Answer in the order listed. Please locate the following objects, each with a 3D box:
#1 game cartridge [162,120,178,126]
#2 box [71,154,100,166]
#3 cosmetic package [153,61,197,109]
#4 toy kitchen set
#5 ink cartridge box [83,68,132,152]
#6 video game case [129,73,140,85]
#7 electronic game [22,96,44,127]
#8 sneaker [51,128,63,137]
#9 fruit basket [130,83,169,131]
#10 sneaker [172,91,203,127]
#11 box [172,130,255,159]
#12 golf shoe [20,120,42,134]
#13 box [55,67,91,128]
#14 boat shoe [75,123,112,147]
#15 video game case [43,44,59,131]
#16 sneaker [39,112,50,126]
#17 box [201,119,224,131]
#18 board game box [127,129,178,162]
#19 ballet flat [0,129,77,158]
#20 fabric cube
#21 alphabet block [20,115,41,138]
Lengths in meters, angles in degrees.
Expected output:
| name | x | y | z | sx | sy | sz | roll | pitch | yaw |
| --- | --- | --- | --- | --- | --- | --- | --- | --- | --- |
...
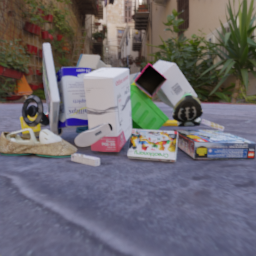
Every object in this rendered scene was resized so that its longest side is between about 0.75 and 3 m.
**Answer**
| name | x | y | z | sx | sy | sz | roll | pitch | yaw |
| --- | --- | --- | --- | --- | --- | --- | --- | --- | --- |
| game cartridge | 2.448 | -0.265 | 16.410 | 1.552 | 0.252 | 1.368 | -1 | 7 | 10 |
| box | -1.197 | 0.881 | 7.777 | 0.979 | 0.203 | 0.189 | 5 | 9 | 38 |
| cosmetic package | 1.849 | -1.931 | 12.677 | 1.146 | 1.859 | 1.865 | -41 | 23 | -1 |
| toy kitchen set | -1.453 | -1.099 | 10.523 | 1.530 | 2.597 | 2.081 | 8 | -12 | 34 |
| ink cartridge box | -0.581 | -0.637 | 9.039 | 0.976 | 2.358 | 1.728 | 3 | 21 | 16 |
| video game case | 0.061 | -1.754 | 13.795 | 1.487 | 1.632 | 0.180 | -9 | 0 | 26 |
| electronic game | -3.313 | -0.573 | 9.698 | 1.103 | 1.103 | 0.230 | 5 | 1 | 33 |
| sneaker | -2.997 | -0.449 | 11.578 | 0.613 | 1.677 | 0.938 | 4 | -5 | -20 |
| fruit basket | 0.547 | -1.163 | 12.165 | 2.619 | 2.619 | 1.889 | -6 | 7 | -37 |
| sneaker | 1.949 | -0.780 | 9.479 | 0.986 | 1.137 | 2.565 | -6 | -14 | 9 |
| box | 2.663 | 0.491 | 9.335 | 1.849 | 0.539 | 2.701 | 2 | 7 | -5 |
| golf shoe | -4.523 | -0.117 | 13.029 | 0.501 | 1.137 | 0.439 | 43 | -5 | -31 |
| box | -1.987 | -0.994 | 9.952 | 1.032 | 1.967 | 1.809 | -6 | 1 | -25 |
| boat shoe | -0.944 | 0.198 | 7.672 | 1.074 | 0.401 | 0.498 | -23 | 4 | -9 |
| video game case | -2.664 | -1.317 | 9.560 | 0.263 | 2.255 | 2.050 | -6 | -25 | -20 |
| sneaker | -5.190 | -0.450 | 16.265 | 1.088 | 0.819 | 2.327 | -15 | 7 | 5 |
| box | 2.867 | -0.092 | 9.500 | 0.764 | 0.158 | 0.148 | 23 | 1 | 18 |
| board game box | 0.710 | 0.495 | 8.049 | 1.365 | 0.861 | 0.236 | 3 | -25 | 14 |
| ballet flat | -2.839 | 0.445 | 8.643 | 2.515 | 0.821 | 0.887 | 0 | 12 | 4 |
| fabric cube | 0.860 | -1.884 | 11.025 | 0.924 | 0.941 | 0.938 | 38 | 13 | -8 |
| alphabet block | -4.107 | -0.052 | 11.776 | 0.749 | 0.753 | 0.767 | -12 | -13 | -22 |
